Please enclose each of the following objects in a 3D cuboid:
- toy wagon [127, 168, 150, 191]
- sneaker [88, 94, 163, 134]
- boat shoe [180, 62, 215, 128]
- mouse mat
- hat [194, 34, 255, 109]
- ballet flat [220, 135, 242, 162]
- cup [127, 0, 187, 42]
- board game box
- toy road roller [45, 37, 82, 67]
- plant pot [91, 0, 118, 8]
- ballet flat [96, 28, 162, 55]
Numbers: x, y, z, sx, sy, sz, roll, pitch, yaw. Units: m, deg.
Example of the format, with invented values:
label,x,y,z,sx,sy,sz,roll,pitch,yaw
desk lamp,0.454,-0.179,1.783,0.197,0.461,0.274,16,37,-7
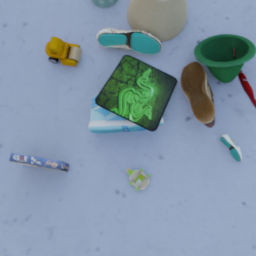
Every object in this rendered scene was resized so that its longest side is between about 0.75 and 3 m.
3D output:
label,x,y,z,sx,sy,sz,roll,pitch,yaw
toy wagon,0.331,1.796,10.082,0.897,0.177,0.696,39,79,9
sneaker,-0.116,-0.765,10.224,2.727,1.085,1.780,-3,78,-2
boat shoe,2.688,-1.230,10.452,0.987,0.984,2.735,-24,55,20
mouse mat,0.394,-1.383,10.218,2.364,0.111,2.938,26,56,1
hat,3.791,-2.017,10.960,2.173,2.309,2.623,-13,43,4
ballet flat,3.850,0.703,10.268,0.398,0.398,1.147,-34,78,-7
cup,1.215,-4.872,10.821,2.479,1.773,2.479,0,77,-1
board game box,-3.028,1.214,9.709,1.732,1.173,0.300,9,78,2
toy road roller,-2.527,-2.976,10.781,1.335,0.974,0.820,9,77,2
plant pot,-0.996,-5.700,11.504,1.218,0.816,1.218,0,77,0
ballet flat,0.062,-3.513,11.007,2.584,0.977,0.826,11,42,-1
